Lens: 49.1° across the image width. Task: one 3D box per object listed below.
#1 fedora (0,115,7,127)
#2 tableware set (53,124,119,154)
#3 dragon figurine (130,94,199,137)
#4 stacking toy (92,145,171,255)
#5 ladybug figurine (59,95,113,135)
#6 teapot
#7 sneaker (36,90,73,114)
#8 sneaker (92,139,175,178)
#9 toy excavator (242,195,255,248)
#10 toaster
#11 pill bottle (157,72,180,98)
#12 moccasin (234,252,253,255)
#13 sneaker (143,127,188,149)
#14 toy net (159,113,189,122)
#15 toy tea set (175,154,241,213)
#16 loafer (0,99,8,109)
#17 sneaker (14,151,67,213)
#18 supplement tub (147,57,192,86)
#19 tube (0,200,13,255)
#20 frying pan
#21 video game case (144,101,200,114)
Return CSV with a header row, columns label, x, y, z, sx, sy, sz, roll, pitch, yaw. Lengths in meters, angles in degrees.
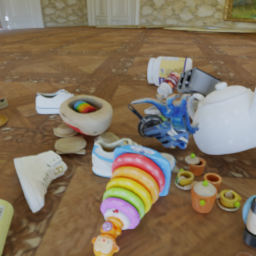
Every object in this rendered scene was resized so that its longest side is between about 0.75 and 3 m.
label,x,y,z,sx,sy,sz,roll,pitch,yaw
fedora,-6.194,-0.492,12.101,1.838,0.749,1.838,0,27,0
tableware set,-1.716,0.253,11.078,2.461,0.342,2.946,-9,27,-17
dragon figurine,1.195,-0.294,7.795,0.754,1.275,2.564,5,9,43
stacking toy,-0.099,1.878,6.893,1.645,1.556,2.835,13,41,19
ladybug figurine,-1.677,-0.497,11.125,1.877,0.995,2.765,-23,35,-27
teapot,3.415,-0.499,9.690,2.926,2.137,2.888,-17,7,23
sneaker,-2.969,-1.278,13.368,2.878,1.019,1.051,-5,27,-10
sneaker,0.172,0.958,8.810,2.651,1.071,1.014,1,25,1
toy excavator,3.915,2.037,6.855,2.085,1.071,2.145,11,19,18
toaster,2.973,-1.766,11.727,1.568,0.931,1.418,22,-3,-15
pill bottle,1.926,-1.996,13.104,0.672,0.672,1.177,24,61,39
moccasin,1.535,3.036,4.543,1.054,1.113,2.882,24,35,39
sneaker,1.411,0.320,9.956,1.902,0.782,0.703,7,-8,-27
toy net,2.289,-0.496,12.478,1.130,0.416,2.153,18,31,32
toy tea set,2.135,1.442,8.049,1.385,0.862,2.328,-8,27,-16
loafer,-6.449,-1.105,13.689,0.476,0.430,1.259,11,28,21
sneaker,-2.433,1.368,8.171,1.416,0.903,2.451,-16,29,-23
supplement tub,2.487,-3.313,16.668,2.408,1.751,1.751,7,27,15
tube,-3.071,2.757,5.694,0.765,0.855,2.947,32,20,-23
frying pan,0.734,-0.279,10.117,1.028,1.699,0.277,-24,34,-1
video game case,2.110,-0.949,13.010,2.244,0.202,1.607,5,24,44
